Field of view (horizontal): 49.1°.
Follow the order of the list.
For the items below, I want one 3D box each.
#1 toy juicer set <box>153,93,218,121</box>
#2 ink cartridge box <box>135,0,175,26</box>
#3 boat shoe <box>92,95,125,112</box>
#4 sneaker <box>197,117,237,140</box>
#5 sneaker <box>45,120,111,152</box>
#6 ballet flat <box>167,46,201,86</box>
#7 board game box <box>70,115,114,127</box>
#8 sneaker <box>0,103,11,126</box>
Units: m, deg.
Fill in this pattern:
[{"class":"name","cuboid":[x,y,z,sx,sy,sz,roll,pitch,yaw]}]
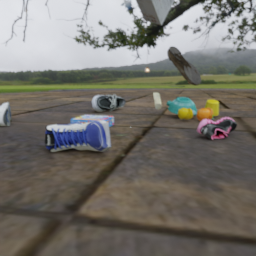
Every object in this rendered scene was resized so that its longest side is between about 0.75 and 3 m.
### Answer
[{"class":"toy juicer set","cuboid":[2.180,-0.720,11.666,2.977,0.810,1.894,12,27,19]},{"class":"ink cartridge box","cuboid":[0.501,-2.422,4.863,0.388,0.813,0.926,26,-5,24]},{"class":"boat shoe","cuboid":[-0.901,-1.248,14.108,0.787,0.851,2.305,-10,-5,30]},{"class":"sneaker","cuboid":[2.658,0.088,7.981,1.418,0.560,0.676,-7,34,-29]},{"class":"sneaker","cuboid":[-1.268,0.257,6.372,1.062,0.743,1.839,-13,9,-38]},{"class":"ballet flat","cuboid":[1.924,-2.132,9.881,0.605,1.796,0.416,-21,-23,-30]},{"class":"board game box","cuboid":[-1.218,-0.197,9.690,1.153,0.322,1.129,3,10,16]},{"class":"sneaker","cuboid":[-4.807,-0.496,10.334,0.882,0.754,2.025,-8,12,-16]}]
